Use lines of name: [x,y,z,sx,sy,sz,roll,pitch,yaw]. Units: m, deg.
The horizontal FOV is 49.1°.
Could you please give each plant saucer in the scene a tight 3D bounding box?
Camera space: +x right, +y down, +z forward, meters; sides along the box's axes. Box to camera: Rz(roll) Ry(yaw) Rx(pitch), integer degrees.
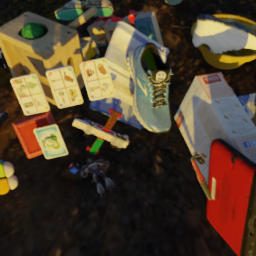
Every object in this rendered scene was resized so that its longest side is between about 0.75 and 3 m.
plant saucer: [-2.316,0.184,7.185,1.040,1.038,0.191,-20,12,1]

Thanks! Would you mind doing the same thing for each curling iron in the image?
curling iron: [1.664,1.095,6.160,0.325,1.312,0.168,-12,24,18]

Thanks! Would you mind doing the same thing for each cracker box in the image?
cracker box: [2.221,0.272,6.860,0.785,1.823,2.721,-13,63,-17]

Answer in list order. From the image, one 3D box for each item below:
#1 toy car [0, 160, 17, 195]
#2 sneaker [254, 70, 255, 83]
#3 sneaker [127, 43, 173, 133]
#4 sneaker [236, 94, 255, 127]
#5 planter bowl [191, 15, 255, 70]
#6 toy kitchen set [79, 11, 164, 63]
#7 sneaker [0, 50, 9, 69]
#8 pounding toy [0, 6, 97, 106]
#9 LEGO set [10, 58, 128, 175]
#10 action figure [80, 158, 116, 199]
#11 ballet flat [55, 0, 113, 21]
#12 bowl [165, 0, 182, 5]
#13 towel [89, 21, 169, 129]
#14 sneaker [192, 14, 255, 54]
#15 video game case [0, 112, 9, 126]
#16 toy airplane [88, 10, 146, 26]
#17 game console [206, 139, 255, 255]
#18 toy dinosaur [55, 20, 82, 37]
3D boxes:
toy car: [-3.401,1.239,7.348,0.833,0.952,0.714,-13,28,-14]
sneaker: [5.367,-1.508,9.912,0.903,0.680,1.931,-16,52,-26]
sneaker: [0.648,-1.097,7.598,0.999,1.134,2.544,-14,87,-21]
sneaker: [3.514,-0.125,8.719,0.894,0.879,2.321,2,47,34]
planter bowl: [3.788,-3.116,10.824,2.863,1.193,2.863,0,51,0]
toy kitchen set: [-0.369,-2.985,10.805,2.798,1.648,2.241,2,48,28]
sneaker: [-4.403,-2.931,11.077,1.918,0.725,1.108,-5,45,-18]
pounding toy: [-2.522,-2.598,9.311,2.618,2.844,2.022,27,55,21]
LEGO set: [-1.260,-0.180,7.089,2.221,2.973,0.730,-13,30,2]
action figure: [-0.824,1.271,7.693,0.845,0.451,1.299,-29,52,-15]
ballet flat: [-1.383,-3.743,8.717,1.790,0.644,0.644,-7,51,-5]
bowl: [2.286,-6.620,13.985,1.243,0.650,1.243,-9,49,10]
towel: [0.122,-1.534,8.423,2.043,0.331,2.781,22,81,-30]
sneaker: [2.802,-2.569,8.032,2.115,0.921,0.788,12,37,-11]
video game case: [-4.949,0.067,8.304,1.855,0.262,2.053,4,34,14]
toy airplane: [-0.486,-4.920,12.722,2.756,0.507,2.756,1,61,-3]
game console: [2.876,1.526,5.876,1.483,2.499,2.154,-16,32,-16]
toy dinosaur: [-2.911,-3.886,11.860,2.216,0.853,1.133,25,66,12]
